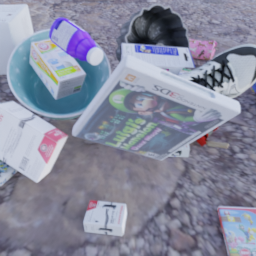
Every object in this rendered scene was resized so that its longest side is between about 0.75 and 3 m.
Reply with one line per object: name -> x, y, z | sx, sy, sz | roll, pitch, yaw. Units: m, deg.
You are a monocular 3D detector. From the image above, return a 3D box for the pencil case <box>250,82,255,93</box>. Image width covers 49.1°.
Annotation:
pencil case -> 5.123, -1.045, 9.448 | 1.112, 0.999, 2.561 | 12, 33, -17

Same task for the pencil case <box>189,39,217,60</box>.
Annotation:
pencil case -> 3.000, -3.752, 13.126 | 2.136, 0.924, 0.884 | 14, 25, 17

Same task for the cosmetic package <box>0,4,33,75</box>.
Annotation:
cosmetic package -> -5.558, -3.866, 12.156 | 2.253, 2.240, 2.693 | -1, 38, -1

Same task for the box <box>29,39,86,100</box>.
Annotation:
box -> -1.987, -1.659, 7.747 | 0.846, 0.763, 1.505 | -25, 69, -35

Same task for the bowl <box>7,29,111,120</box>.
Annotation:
bowl -> -1.985, -1.356, 8.392 | 2.817, 1.473, 2.817 | 3, 70, -10

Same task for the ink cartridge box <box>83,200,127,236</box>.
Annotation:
ink cartridge box -> -0.480, 1.948, 6.067 | 0.838, 0.351, 0.604 | 5, 37, 6

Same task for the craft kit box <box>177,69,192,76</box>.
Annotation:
craft kit box -> 1.805, -1.444, 8.210 | 1.577, 0.382, 1.557 | -9, 29, -42

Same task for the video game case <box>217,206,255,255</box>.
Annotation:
video game case -> 2.620, 2.389, 5.651 | 1.279, 0.156, 1.789 | 2, 37, 3

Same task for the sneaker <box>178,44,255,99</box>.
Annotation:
sneaker -> 1.725, -0.915, 6.491 | 2.902, 1.098, 1.272 | -27, 2, 29

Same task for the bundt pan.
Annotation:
bundt pan -> 0.691, -2.492, 8.955 | 2.664, 2.664, 1.000 | -24, 26, -29

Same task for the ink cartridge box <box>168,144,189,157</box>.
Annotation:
ink cartridge box -> 1.317, 0.525, 7.966 | 0.779, 0.323, 0.568 | 1, 37, 2

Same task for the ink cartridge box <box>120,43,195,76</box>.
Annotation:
ink cartridge box -> 0.692, -1.670, 6.838 | 1.743, 0.323, 0.826 | 1, 50, -5

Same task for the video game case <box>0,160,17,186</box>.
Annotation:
video game case -> -4.320, 0.675, 6.781 | 2.880, 0.317, 2.626 | 30, 36, 6

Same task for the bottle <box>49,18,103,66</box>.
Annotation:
bottle -> -1.256, -2.065, 6.793 | 1.679, 0.701, 0.548 | 40, 18, 31

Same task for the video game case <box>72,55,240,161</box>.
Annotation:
video game case -> 0.428, -0.151, 6.008 | 2.532, 2.785, 0.325 | 18, 57, -22

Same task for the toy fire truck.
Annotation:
toy fire truck -> 2.378, 0.116, 8.279 | 1.123, 0.821, 1.276 | -34, 81, -34

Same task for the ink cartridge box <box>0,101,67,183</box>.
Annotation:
ink cartridge box -> -2.554, 0.317, 6.867 | 1.713, 1.247, 0.726 | 31, 18, 2
